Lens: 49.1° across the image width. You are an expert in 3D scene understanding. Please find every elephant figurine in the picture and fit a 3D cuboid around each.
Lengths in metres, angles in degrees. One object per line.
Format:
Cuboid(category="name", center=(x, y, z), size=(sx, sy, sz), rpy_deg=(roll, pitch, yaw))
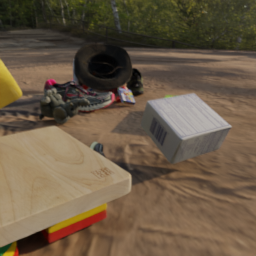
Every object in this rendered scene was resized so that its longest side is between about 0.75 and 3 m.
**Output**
Cuboid(category="elephant figurine", center=(-2.154, -0.594, 9.352), size=(1.452, 1.126, 1.027), rpy_deg=(28, 61, 4))

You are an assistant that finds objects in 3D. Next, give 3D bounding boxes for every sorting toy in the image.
Cuboid(category="sorting toy", center=(-1.885, 1.056, 4.424), size=(2.810, 0.984, 2.827), rpy_deg=(-14, 24, -34))

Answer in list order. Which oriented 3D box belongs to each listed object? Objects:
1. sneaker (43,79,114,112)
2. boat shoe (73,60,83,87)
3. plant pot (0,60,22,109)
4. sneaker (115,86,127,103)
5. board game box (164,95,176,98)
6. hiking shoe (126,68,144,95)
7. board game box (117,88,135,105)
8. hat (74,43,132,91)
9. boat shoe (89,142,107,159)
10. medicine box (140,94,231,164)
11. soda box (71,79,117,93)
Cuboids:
Cuboid(category="sneaker", center=(-1.969, -1.264, 10.894), size=(2.890, 1.079, 1.165), rpy_deg=(4, 20, 8))
Cuboid(category="boat shoe", center=(-2.226, -2.309, 12.918), size=(0.601, 1.815, 0.634), rpy_deg=(1, -20, -19))
Cuboid(category="plant pot", center=(-4.420, -1.444, 6.400), size=(2.821, 2.839, 2.904), rpy_deg=(-35, 11, -19))
Cuboid(category="sneaker", center=(-0.294, -1.434, 11.960), size=(0.411, 0.606, 1.049), rpy_deg=(-30, -7, 30))
Cuboid(category="board game box", center=(1.719, -0.610, 9.814), size=(1.187, 0.556, 2.337), rpy_deg=(5, 20, 14))
Cuboid(category="hiking shoe", center=(0.385, -2.403, 13.944), size=(0.896, 1.191, 2.366), rpy_deg=(-2, 20, -7))
Cuboid(category="board game box", center=(-0.078, -1.296, 11.552), size=(0.568, 0.144, 0.839), rpy_deg=(8, 42, -26))
Cuboid(category="hat", center=(-1.136, -2.533, 12.790), size=(2.880, 1.162, 2.880), rpy_deg=(3, 57, -4))
Cuboid(category="boat shoe", center=(-0.629, 0.853, 5.707), size=(0.560, 0.633, 1.728), rpy_deg=(7, 27, 0))
Cuboid(category="medicine box", center=(1.260, -0.042, 6.296), size=(1.449, 0.746, 1.320), rpy_deg=(-12, 45, -29))
Cuboid(category="soda box", center=(-1.650, -2.064, 13.733), size=(2.210, 0.701, 0.774), rpy_deg=(-4, 20, -10))
